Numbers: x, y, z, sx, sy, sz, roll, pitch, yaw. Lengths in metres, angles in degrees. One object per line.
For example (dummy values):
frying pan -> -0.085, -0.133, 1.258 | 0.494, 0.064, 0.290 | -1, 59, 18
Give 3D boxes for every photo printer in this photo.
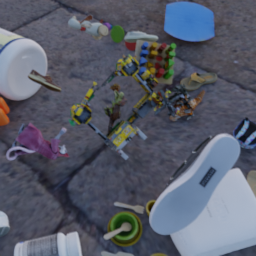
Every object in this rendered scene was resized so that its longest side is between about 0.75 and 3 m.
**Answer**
photo printer -> 2.057, 2.139, 6.959 | 2.251, 0.782, 1.873 | -15, 54, -1

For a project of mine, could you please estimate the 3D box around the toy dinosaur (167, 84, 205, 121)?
toy dinosaur -> 1.962, -0.850, 9.684 | 1.663, 0.850, 1.129 | -23, 68, -40

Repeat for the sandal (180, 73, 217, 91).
sandal -> 2.654, -1.844, 10.524 | 1.599, 0.432, 0.642 | -19, 54, -14

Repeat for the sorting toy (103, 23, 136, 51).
sorting toy -> -0.190, -4.082, 12.320 | 2.056, 0.713, 0.708 | 36, 36, 23

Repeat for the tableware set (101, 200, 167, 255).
tableware set -> 0.279, 3.061, 6.601 | 1.911, 0.435, 2.837 | 9, 51, 7

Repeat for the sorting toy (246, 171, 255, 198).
sorting toy -> 3.561, 2.044, 7.524 | 2.399, 0.321, 1.787 | 15, 54, 19

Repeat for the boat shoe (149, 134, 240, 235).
boat shoe -> 1.300, 1.104, 5.922 | 0.866, 0.820, 2.476 | 38, 87, -11

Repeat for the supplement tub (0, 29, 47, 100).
supplement tub -> -4.636, -2.410, 9.901 | 2.942, 2.133, 2.133 | 24, 55, 19

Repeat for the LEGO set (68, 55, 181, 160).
LEGO set -> -0.094, -0.571, 7.784 | 2.937, 2.259, 1.702 | -39, 20, -8

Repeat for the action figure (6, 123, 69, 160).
action figure -> -2.453, 0.541, 8.073 | 1.593, 1.067, 1.186 | 27, 41, -9

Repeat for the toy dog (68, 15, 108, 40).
toy dog -> -1.201, -3.283, 8.851 | 0.852, 1.292, 0.622 | 3, 85, 33

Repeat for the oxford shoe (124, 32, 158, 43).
oxford shoe -> 0.488, -3.434, 10.524 | 1.253, 0.471, 0.362 | 4, 79, 10

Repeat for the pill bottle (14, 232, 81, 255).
pill bottle -> -1.821, 2.916, 6.482 | 1.393, 0.793, 0.793 | -11, 52, -8

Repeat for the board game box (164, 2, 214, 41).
board game box -> 2.737, -4.676, 12.770 | 2.206, 0.544, 2.792 | 8, 57, 1

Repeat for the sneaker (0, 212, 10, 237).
sneaker -> -3.728, 2.554, 7.026 | 1.417, 0.498, 0.568 | -13, 44, -18

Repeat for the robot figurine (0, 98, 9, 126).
robot figurine -> -4.972, -0.359, 8.799 | 2.222, 1.598, 1.296 | -9, 7, -5

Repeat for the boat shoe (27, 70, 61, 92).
boat shoe -> -2.548, -1.484, 8.718 | 1.072, 0.387, 0.386 | 25, 74, -7

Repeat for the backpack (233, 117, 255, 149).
backpack -> 3.694, 0.273, 8.696 | 0.863, 0.636, 0.945 | 36, 59, 25

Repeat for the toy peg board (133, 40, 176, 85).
toy peg board -> 0.994, -2.391, 9.819 | 1.435, 0.705, 1.441 | 7, 81, -11
